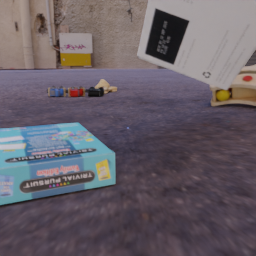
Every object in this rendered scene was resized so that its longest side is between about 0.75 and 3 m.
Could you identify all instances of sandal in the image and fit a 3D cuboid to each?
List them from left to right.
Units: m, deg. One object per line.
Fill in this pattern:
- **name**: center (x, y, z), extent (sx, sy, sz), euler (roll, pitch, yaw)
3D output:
- **sandal**: center (-1.231, -2.080, 13.895), extent (0.753, 0.675, 2.053), euler (8, 16, 28)

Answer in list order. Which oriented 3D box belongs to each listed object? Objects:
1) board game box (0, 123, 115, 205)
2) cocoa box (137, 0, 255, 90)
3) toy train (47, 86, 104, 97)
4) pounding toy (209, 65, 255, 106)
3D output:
- **board game box**: center (-1.279, 0.407, 4.386), extent (1.551, 0.482, 2.054), euler (-6, 15, -22)
- **cocoa box**: center (1.518, -2.456, 4.597), extent (1.925, 2.887, 1.894), euler (23, 58, 6)
- **toy train**: center (-2.362, -1.597, 12.581), extent (2.592, 0.442, 0.594), euler (0, 26, -3)
- **pounding toy**: center (4.441, -1.099, 9.910), extent (2.939, 1.686, 1.680), euler (-6, 40, 15)
